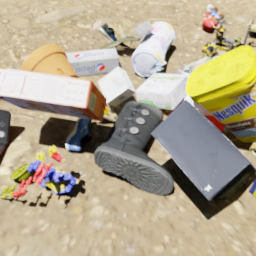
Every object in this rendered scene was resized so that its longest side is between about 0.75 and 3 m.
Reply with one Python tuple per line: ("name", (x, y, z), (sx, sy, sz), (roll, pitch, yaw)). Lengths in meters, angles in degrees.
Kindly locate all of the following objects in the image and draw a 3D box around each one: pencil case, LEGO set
("pencil case", (1.100, -3.289, 11.565), (1.308, 1.199, 2.884), (-1, 42, 23))
("LEGO set", (4.554, -3.591, 11.560), (2.845, 1.649, 2.188), (24, 50, 22))

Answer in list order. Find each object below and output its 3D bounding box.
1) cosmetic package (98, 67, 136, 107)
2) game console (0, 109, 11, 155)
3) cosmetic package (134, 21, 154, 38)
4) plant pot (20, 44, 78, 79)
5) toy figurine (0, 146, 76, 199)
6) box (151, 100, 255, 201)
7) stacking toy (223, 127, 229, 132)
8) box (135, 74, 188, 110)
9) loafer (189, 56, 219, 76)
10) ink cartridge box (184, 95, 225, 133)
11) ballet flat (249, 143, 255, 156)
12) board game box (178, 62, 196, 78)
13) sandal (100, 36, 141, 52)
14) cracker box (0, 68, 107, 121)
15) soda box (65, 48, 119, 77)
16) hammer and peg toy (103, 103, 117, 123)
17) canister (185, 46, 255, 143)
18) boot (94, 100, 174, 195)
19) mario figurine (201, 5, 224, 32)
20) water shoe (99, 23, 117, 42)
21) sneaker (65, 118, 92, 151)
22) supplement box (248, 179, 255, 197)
("cosmetic package", (-0.377, -1.328, 9.093), (0.882, 0.544, 0.885), (-33, 66, 22))
("game console", (-4.548, 0.177, 8.068), (1.853, 1.597, 1.100), (10, 8, -3))
("cosmetic package", (0.622, -3.850, 10.930), (0.420, 0.355, 0.787), (51, 47, -5))
("plant pot", (-2.513, -1.702, 9.387), (1.245, 1.779, 1.779), (43, 57, 10))
("toy figurine", (-2.067, 1.494, 7.156), (2.271, 1.360, 1.198), (-24, 37, 40))
("box", (1.911, 0.618, 6.826), (1.193, 2.032, 1.998), (-46, 61, 12))
("stacking toy", (3.564, -0.520, 9.455), (1.546, 0.363, 1.166), (-14, 47, -14))
("box", (1.185, -1.287, 9.637), (1.402, 0.678, 1.237), (11, 46, 39))
("loafer", (2.501, -1.747, 9.273), (0.933, 1.067, 2.969), (-13, 10, 31))
("ink cartridge box", (2.472, -0.598, 8.993), (1.651, 0.514, 2.052), (10, 46, 39))
("ballet flat", (3.163, 0.592, 6.575), (0.324, 0.945, 0.298), (43, 95, -6))
("board game box", (2.693, -2.262, 11.184), (1.201, 0.208, 0.758), (-26, 56, -19))
("sandal", (-0.309, -3.562, 12.165), (1.947, 0.556, 0.773), (-10, 19, 28))
("cracker box", (-1.977, -0.811, 7.259), (2.520, 1.688, 0.727), (10, 83, 10))
("soda box", (-1.535, -2.596, 11.237), (2.268, 0.719, 0.774), (-9, 46, -8))
("hammer and peg toy", (-0.838, -0.716, 9.364), (0.810, 0.388, 1.102), (21, 38, -34))
("canister", (3.049, -0.712, 7.358), (1.887, 2.541, 1.100), (-20, 44, 47))
("boot", (0.537, 0.408, 8.272), (2.275, 0.906, 2.760), (27, 38, 3))
("mario figurine", (4.338, -5.440, 13.875), (1.137, 0.976, 1.841), (19, 47, 19))
("water shoe", (-0.733, -4.184, 12.550), (0.505, 1.280, 0.457), (-47, 57, 14))
("sneaker", (-1.364, 0.168, 8.679), (0.643, 0.566, 1.441), (14, 56, 11))
("supplement box", (4.262, 1.607, 6.826), (1.111, 1.105, 2.029), (-32, 54, -28))
